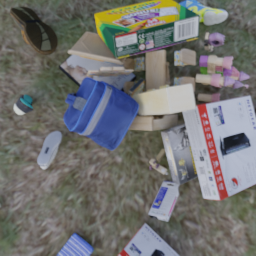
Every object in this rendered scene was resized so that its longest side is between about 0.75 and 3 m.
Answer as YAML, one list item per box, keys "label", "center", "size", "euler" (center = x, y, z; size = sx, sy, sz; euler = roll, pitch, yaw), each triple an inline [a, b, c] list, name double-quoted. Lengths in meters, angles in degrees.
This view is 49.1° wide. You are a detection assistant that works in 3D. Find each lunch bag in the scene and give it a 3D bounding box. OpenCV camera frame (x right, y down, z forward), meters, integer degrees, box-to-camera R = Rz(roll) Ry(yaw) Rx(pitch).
- label: "lunch bag"
  center: [-1.051, -0.594, 8.768]
  size: [1.694, 2.561, 1.740]
  euler: [29, 90, -24]

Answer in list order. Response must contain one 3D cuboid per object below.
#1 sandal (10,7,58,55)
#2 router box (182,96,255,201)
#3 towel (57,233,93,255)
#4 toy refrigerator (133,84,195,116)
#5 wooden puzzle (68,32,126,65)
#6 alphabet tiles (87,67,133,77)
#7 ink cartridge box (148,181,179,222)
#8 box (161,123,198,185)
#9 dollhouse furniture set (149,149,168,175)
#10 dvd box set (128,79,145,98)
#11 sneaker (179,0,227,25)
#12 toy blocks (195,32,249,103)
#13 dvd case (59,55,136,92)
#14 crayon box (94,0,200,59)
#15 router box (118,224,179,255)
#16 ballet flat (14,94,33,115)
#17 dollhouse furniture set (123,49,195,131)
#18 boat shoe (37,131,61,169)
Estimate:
- label: "sandal"
  center: [-3.602, -3.555, 10.529]
  size: [1.180, 0.788, 2.888]
  euler: [-21, 59, -39]
- label: "router box"
  center: [3.098, 0.517, 8.709]
  size: [2.476, 0.674, 2.759]
  euler: [-13, 88, -31]
- label: "towel"
  center: [-1.747, 4.048, 8.859]
  size: [0.833, 0.137, 1.150]
  euler: [37, 78, 10]
- label: "toy refrigerator"
  center: [0.930, -0.787, 7.972]
  size: [0.798, 2.103, 0.736]
  euler: [-12, 96, -21]
- label: "wooden puzzle"
  center: [-0.892, -2.798, 9.919]
  size: [1.887, 0.380, 2.040]
  euler: [14, 38, 6]
- label: "alphabet tiles"
  center: [-0.613, -1.855, 9.322]
  size: [1.468, 1.500, 0.110]
  euler: [-4, 93, -11]
- label: "ink cartridge box"
  center: [1.197, 2.321, 8.991]
  size: [0.628, 0.246, 1.327]
  euler: [1, 46, 36]
- label: "box"
  center: [1.920, 0.747, 9.050]
  size: [1.400, 0.427, 1.768]
  euler: [-18, 100, -23]
- label: "dollhouse furniture set"
  center: [1.203, 1.090, 9.337]
  size: [0.625, 0.698, 0.880]
  euler: [30, 68, 21]
- label: "dvd box set"
  center: [0.237, -1.044, 9.477]
  size: [0.158, 1.076, 0.788]
  euler: [29, 53, 17]
- label: "sneaker"
  center: [2.802, -4.599, 10.871]
  size: [2.011, 0.761, 1.056]
  euler: [-2, 74, 0]
- label: "toy blocks"
  center: [3.261, -1.918, 9.391]
  size: [1.597, 1.773, 1.897]
  euler: [9, 73, 21]
- label: "dvd case"
  center: [-1.148, -2.067, 10.466]
  size: [2.432, 0.213, 1.735]
  euler: [42, 79, 10]
- label: "crayon box"
  center: [0.541, -3.506, 9.543]
  size: [2.858, 0.833, 2.466]
  euler: [-17, 41, -10]
- label: "router box"
  center: [0.690, 3.941, 8.161]
  size: [1.781, 1.598, 0.435]
  euler: [41, 122, 13]
- label: "ballet flat"
  center: [-3.550, -0.721, 9.486]
  size: [0.613, 1.679, 0.613]
  euler: [-5, 106, -16]
- label: "dollhouse furniture set"
  center: [0.765, -1.224, 9.023]
  size: [2.284, 1.618, 2.487]
  euler: [4, 97, 39]
- label: "boat shoe"
  center: [-2.628, 0.761, 9.517]
  size: [0.500, 0.456, 1.389]
  euler: [10, 55, 3]
